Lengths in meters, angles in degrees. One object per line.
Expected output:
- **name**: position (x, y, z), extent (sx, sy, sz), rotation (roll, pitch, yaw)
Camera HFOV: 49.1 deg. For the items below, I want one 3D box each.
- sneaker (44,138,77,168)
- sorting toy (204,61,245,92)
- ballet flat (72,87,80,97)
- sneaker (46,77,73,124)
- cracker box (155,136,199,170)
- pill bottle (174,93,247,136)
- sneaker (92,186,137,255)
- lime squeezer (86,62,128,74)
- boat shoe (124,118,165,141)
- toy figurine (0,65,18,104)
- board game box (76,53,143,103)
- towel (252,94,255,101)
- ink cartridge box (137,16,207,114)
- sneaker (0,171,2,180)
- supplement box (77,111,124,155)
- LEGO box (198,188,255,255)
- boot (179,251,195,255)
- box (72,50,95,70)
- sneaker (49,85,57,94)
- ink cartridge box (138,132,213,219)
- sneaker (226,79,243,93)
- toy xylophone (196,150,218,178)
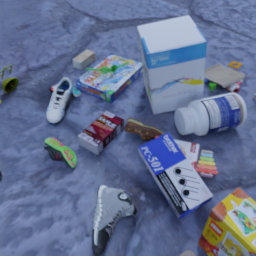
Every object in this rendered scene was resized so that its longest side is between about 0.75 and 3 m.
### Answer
- **sneaker**: position (-2.307, 0.904, 9.541), extent (1.376, 0.576, 0.528), rotation (39, 28, 13)
- **sorting toy**: position (4.230, -2.320, 12.730), extent (2.738, 0.373, 1.542), rotation (-26, 44, -22)
- **ballet flat**: position (-2.244, -1.494, 11.992), extent (0.314, 0.314, 0.874), rotation (-21, 37, -20)
- **sneaker**: position (-2.783, -1.123, 11.213), extent (0.760, 0.766, 2.115), rotation (9, 60, 4)
- **cracker box**: position (1.544, 0.920, 9.440), extent (1.538, 0.444, 1.030), rotation (11, 52, 12)
- **pill bottle**: position (2.965, -0.444, 10.270), extent (2.345, 1.301, 1.301), rotation (-13, 46, -12)
- **sneaker**: position (-0.343, 2.492, 7.755), extent (1.182, 0.768, 2.047), rotation (3, 44, 0)
- **lime squeezer**: position (-0.856, -2.635, 12.534), extent (1.978, 0.373, 0.699), rotation (-12, 15, -10)
- **boat shoe**: position (0.676, 0.206, 10.211), extent (1.736, 0.625, 0.586), rotation (23, 82, 11)
- **toy figurine**: position (-6.015, -1.720, 11.635), extent (1.493, 1.314, 2.492), rotation (14, 46, 21)
- **board game box**: position (-0.775, -2.349, 12.749), extent (1.875, 0.477, 2.770), rotation (23, 49, 21)
- **towel**: position (6.375, -1.135, 11.696), extent (1.626, 0.274, 1.703), rotation (-22, 50, -21)
- **ink cartridge box**: position (1.674, -2.390, 10.949), extent (2.098, 2.873, 2.108), rotation (-12, 45, 0)
- **sneaker**: position (-4.506, 1.442, 9.124), extent (0.981, 0.362, 0.389), rotation (33, 94, 17)
- **supplement box**: position (-0.959, 0.147, 10.251), extent (0.897, 0.502, 1.649), rotation (25, 49, 23)
- **LEGO box**: position (3.028, 3.013, 6.365), extent (1.010, 1.950, 2.618), rotation (-28, 51, -25)
- **boot**: position (1.189, 3.381, 6.508), extent (0.591, 1.231, 1.683), rotation (26, 51, 23)
- **box**: position (-2.158, -3.350, 13.772), extent (0.544, 0.445, 1.145), rotation (22, 49, 21)
- **sneaker**: position (-2.953, -1.563, 12.075), extent (0.530, 0.330, 0.989), rotation (-31, 50, -24)
- **ink cartridge box**: position (1.370, 1.385, 8.543), extent (1.136, 0.534, 2.416), rotation (-27, 61, -8)
- **sneaker**: position (4.824, -1.850, 12.376), extent (0.973, 0.325, 0.522), rotation (-23, 50, -17)
- **toy xylophone**: position (2.506, 1.229, 9.333), extent (0.799, 0.274, 1.091), rotation (2, 45, 3)
